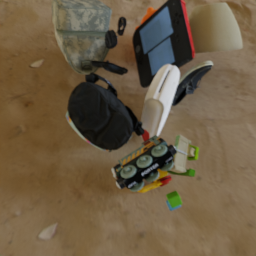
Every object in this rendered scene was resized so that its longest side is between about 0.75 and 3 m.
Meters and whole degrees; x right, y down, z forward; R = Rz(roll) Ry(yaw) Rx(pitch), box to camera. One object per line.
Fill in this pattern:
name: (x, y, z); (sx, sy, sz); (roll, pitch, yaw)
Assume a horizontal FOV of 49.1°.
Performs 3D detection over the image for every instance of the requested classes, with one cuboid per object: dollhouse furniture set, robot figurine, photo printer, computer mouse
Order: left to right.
computer mouse: (-0.336, -2.871, 8.519); (0.305, 1.793, 0.526); (-15, 91, -21)
photo printer: (1.032, -0.874, 9.309); (0.769, 2.214, 1.842); (21, 55, 9)
robot figurine: (1.342, -3.894, 11.706); (1.782, 1.444, 2.477); (13, 59, -40)
dollhouse furniture set: (1.240, 0.729, 7.285); (0.677, 1.349, 0.884); (3, 76, 35)

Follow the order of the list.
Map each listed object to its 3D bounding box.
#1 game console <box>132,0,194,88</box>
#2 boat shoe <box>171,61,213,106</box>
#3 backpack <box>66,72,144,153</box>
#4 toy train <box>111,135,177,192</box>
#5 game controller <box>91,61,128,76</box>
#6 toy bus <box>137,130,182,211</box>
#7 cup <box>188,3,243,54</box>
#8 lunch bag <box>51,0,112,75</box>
game console: (1.125, -2.975, 9.968); (0.420, 2.708, 2.395); (4, 73, -34)
boat shoe: (2.208, -1.564, 10.089); (0.825, 2.211, 0.688); (-8, 64, -48)
backpack: (-0.792, -0.336, 8.683); (1.728, 2.729, 2.278); (-39, 92, 3)
toy train: (0.331, 0.766, 6.157); (1.496, 0.638, 0.853); (-33, 30, -7)
game controller: (-0.621, -2.084, 9.604); (0.815, 1.563, 0.329); (21, 99, 21)
toy bus: (0.456, 1.252, 8.004); (1.189, 2.301, 2.171); (-23, 28, -2)
cup: (3.059, -3.693, 10.427); (2.275, 1.627, 2.275); (-5, 17, 2)
lunch bag: (-1.789, -3.483, 10.456); (1.969, 2.370, 2.826); (-3, 31, -20)
